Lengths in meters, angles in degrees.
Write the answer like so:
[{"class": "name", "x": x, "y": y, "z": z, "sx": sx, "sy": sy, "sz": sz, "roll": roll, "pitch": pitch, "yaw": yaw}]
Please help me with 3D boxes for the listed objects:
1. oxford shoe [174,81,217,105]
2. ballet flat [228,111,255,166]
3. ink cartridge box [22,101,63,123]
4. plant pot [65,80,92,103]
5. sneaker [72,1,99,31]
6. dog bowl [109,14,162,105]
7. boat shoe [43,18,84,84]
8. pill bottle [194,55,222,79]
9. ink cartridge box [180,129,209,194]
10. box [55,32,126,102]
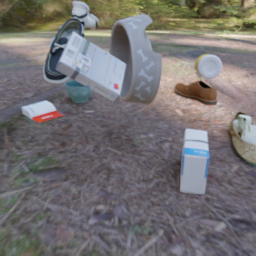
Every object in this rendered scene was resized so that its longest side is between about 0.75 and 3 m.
[{"class": "oxford shoe", "x": 3.587, "y": -2.093, "z": 14.917, "sx": 1.030, "sy": 1.030, "sz": 2.889, "roll": -19, "pitch": 29, "yaw": -32}, {"class": "ballet flat", "x": 4.207, "y": 0.209, "z": 9.943, "sx": 1.053, "sy": 0.975, "sz": 2.988, "roll": 1, "pitch": 25, "yaw": 2}, {"class": "ink cartridge box", "x": -3.907, "y": -0.752, "z": 12.746, "sx": 1.260, "sy": 0.372, "sz": 1.575, "roll": -21, "pitch": 31, "yaw": -39}, {"class": "plant pot", "x": -2.495, "y": -1.846, "z": 14.433, "sx": 1.411, "sy": 0.945, "sz": 1.411, "roll": -1, "pitch": 25, "yaw": 0}, {"class": "sneaker", "x": -1.729, "y": -4.161, "z": 10.911, "sx": 0.721, "sy": 0.782, "sz": 1.955, "roll": 13, "pitch": 2, "yaw": 14}, {"class": "dog bowl", "x": 0.106, "y": -2.188, "z": 9.241, "sx": 0.858, "sy": 2.927, "sz": 2.927, "roll": -8, "pitch": 26, "yaw": -19}, {"class": "boat shoe", "x": -2.138, "y": -2.639, "z": 9.306, "sx": 1.093, "sy": 0.872, "sz": 2.890, "roll": 7, "pitch": 49, "yaw": -4}, {"class": "pill bottle", "x": 3.250, "y": -2.551, "z": 11.570, "sx": 0.928, "sy": 0.928, "sz": 1.779, "roll": 3, "pitch": 16, "yaw": 6}, {"class": "ink cartridge box", "x": 1.903, "y": 0.920, "z": 8.114, "sx": 0.706, "sy": 1.204, "sz": 1.644, "roll": 6, "pitch": 25, "yaw": 12}, {"class": "box", "x": -0.876, "y": -1.552, "z": 7.084, "sx": 1.629, "sy": 0.335, "sz": 1.270, "roll": 26, "pitch": 48, "yaw": -21}]
